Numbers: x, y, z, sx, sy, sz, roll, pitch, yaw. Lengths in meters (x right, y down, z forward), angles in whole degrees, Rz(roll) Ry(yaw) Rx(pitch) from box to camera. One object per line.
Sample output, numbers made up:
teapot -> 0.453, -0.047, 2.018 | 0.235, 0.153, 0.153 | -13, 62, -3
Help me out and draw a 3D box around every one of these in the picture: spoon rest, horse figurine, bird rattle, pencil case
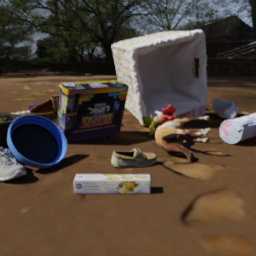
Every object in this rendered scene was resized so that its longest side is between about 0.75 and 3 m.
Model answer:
spoon rest -> 3.986, -0.760, 11.439 | 0.656, 1.075, 2.164 | -42, 5, 10
horse figurine -> 1.431, 0.170, 8.035 | 1.759, 0.663, 2.654 | -5, 16, 18
bird rattle -> 1.053, -0.317, 9.066 | 1.174, 0.661, 0.957 | -34, -14, 16
pencil case -> 3.623, 0.001, 8.657 | 1.787, 0.743, 0.810 | -11, -7, -36

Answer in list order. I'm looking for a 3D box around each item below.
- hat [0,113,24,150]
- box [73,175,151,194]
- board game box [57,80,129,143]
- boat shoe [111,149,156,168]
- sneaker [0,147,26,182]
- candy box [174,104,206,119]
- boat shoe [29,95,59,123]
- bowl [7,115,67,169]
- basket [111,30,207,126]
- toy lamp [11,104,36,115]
hat -> -3.798, 0.177, 7.447 | 2.555, 1.031, 2.555 | 4, 9, -1
box -> -0.290, 1.056, 5.272 | 1.430, 0.277, 0.296 | 0, 13, 1
board game box -> -1.094, -0.529, 8.646 | 2.105, 1.740, 0.597 | -10, 33, -35
boat shoe -> 0.157, 0.682, 6.541 | 1.096, 0.364, 0.406 | -4, 25, -17
sneaker -> -2.693, 0.726, 5.988 | 1.432, 0.587, 0.535 | 11, 18, 39
candy box -> 2.511, -0.823, 12.411 | 1.437, 0.613, 1.713 | 7, 15, 30
boat shoe -> -2.461, -0.801, 10.143 | 2.337, 0.841, 0.789 | -24, -30, 4
bowl -> -2.111, 0.326, 6.528 | 0.273, 1.390, 1.390 | -44, -15, 35
basket -> 1.223, -2.143, 11.006 | 2.992, 2.965, 2.406 | -18, 28, -15
toy lamp -> -4.249, -0.463, 10.686 | 0.762, 0.762, 2.618 | 11, 16, 38
